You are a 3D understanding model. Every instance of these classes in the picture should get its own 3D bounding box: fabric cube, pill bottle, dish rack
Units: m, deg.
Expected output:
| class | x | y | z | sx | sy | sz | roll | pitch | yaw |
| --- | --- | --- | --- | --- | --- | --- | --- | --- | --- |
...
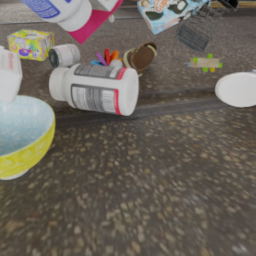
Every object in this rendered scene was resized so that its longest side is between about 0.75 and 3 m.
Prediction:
| class | x | y | z | sx | sy | sz | roll | pitch | yaw |
| --- | --- | --- | --- | --- | --- | --- | --- | --- | --- |
| fabric cube | -1.667 | -5.068 | 10.473 | 2.351 | 2.343 | 2.306 | -32 | 29 | 36 |
| pill bottle | -1.010 | -1.169 | 8.236 | 2.422 | 1.341 | 1.341 | 9 | 32 | 15 |
| pill bottle | -1.913 | -3.322 | 6.441 | 1.339 | 1.339 | 2.390 | 20 | -6 | 30 |
| dish rack | 1.623 | -2.284 | 5.920 | 1.003 | 1.308 | 0.357 | 18 | 17 | -30 |

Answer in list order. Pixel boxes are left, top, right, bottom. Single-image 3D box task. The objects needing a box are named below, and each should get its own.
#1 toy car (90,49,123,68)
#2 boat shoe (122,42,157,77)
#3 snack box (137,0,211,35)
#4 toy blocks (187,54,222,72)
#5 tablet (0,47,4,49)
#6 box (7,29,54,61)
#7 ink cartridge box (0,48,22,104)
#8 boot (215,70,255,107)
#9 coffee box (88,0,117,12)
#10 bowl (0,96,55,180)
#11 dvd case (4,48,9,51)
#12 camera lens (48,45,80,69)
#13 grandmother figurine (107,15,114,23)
| class | x | y | z | sx | sy | sz | roll | pitch | yaw |
| --- | --- | --- | --- | --- | --- | --- | --- | --- | --- |
| toy car | -0.860 | -2.492 | 10.677 | 1.283 | 0.962 | 1.122 | -28 | 34 | 0 |
| boat shoe | 0.575 | -2.890 | 11.150 | 1.028 | 1.026 | 2.778 | -31 | 19 | 28 |
| snack box | 1.604 | -4.398 | 9.985 | 2.236 | 0.415 | 1.299 | -28 | 71 | 0 |
| toy blocks | 1.936 | -1.726 | 7.450 | 0.895 | 0.447 | 0.612 | -4 | 13 | -23 |
| tablet | -7.542 | -3.606 | 13.306 | 2.728 | 0.186 | 1.775 | 6 | 36 | 17 |
| box | -4.498 | -3.923 | 13.167 | 1.604 | 0.978 | 1.545 | 8 | 31 | 4 |
| ink cartridge box | -2.974 | -1.189 | 5.366 | 1.654 | 0.701 | 1.204 | 15 | 26 | -32 |
| boot | 3.862 | -1.364 | 9.083 | 2.893 | 1.052 | 1.307 | -1 | 22 | -17 |
| coffee box | -0.909 | -4.449 | 8.168 | 1.397 | 1.411 | 1.413 | 32 | 3 | -38 |
| bowl | -2.530 | 0.356 | 5.736 | 2.152 | 1.158 | 2.152 | 1 | 37 | 0 |
| dvd case | -6.188 | -3.659 | 13.630 | 1.421 | 0.176 | 1.068 | -16 | 35 | -24 |
| camera lens | -2.722 | -3.022 | 11.833 | 1.122 | 0.898 | 0.898 | -26 | 39 | -38 |
| grandmother figurine | -0.918 | -4.299 | 10.348 | 0.601 | 0.991 | 0.300 | -55 | 14 | -19 |
